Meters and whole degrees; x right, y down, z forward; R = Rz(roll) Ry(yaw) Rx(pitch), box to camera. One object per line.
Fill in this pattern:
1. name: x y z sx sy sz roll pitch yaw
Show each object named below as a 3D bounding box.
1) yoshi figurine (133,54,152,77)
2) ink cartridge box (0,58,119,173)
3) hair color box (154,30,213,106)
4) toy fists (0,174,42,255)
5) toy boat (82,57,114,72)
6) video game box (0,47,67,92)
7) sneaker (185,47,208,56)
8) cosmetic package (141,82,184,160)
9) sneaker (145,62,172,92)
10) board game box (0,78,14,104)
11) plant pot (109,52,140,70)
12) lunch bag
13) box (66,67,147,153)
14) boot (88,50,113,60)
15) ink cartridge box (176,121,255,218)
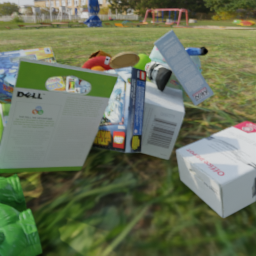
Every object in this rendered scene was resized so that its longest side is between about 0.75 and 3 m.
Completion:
1. yoshi figurine: 0.647 -1.507 9.820 1.410 2.508 1.404 -9 35 40
2. ink cartridge box: -1.759 -0.355 6.436 2.157 2.918 1.105 3 38 -34
3. hair color box: 1.550 -1.704 7.866 0.617 2.035 1.007 -32 11 17
4. toy fists: -2.547 1.643 5.225 1.289 0.869 2.528 -14 27 -27
5. toy boat: -1.025 -1.408 9.463 1.725 1.728 2.644 17 61 -2
6. video game box: -2.734 -1.317 7.329 1.868 0.437 1.702 -14 63 -21
7. sneaker: 2.269 -2.519 9.228 0.790 0.303 0.440 0 2 -22
8. cosmetic package: 0.696 -0.331 8.392 1.567 1.565 1.899 15 25 1
9. sneaker: 0.851 -1.604 8.404 0.829 0.694 1.874 22 20 5
10. board game box: -2.985 -0.676 5.327 1.607 0.277 1.088 -1 -7 2
11. plant pot: -0.108 -1.959 8.142 0.907 0.125 0.907 -13 -15 -3
12. lunch bag: 1.779 -1.992 10.590 1.959 2.443 0.942 25 75 22
13. box: -0.769 -0.470 7.625 0.583 2.001 2.922 4 1 -43
14. boot: -1.160 -2.420 10.765 0.950 1.327 0.467 22 45 -37
15. ink cartridge box: 2.469 0.823 6.420 2.238 0.933 1.626 -20 27 -16
